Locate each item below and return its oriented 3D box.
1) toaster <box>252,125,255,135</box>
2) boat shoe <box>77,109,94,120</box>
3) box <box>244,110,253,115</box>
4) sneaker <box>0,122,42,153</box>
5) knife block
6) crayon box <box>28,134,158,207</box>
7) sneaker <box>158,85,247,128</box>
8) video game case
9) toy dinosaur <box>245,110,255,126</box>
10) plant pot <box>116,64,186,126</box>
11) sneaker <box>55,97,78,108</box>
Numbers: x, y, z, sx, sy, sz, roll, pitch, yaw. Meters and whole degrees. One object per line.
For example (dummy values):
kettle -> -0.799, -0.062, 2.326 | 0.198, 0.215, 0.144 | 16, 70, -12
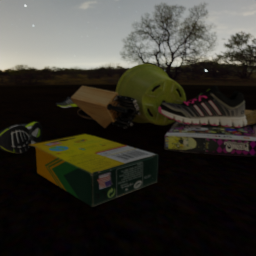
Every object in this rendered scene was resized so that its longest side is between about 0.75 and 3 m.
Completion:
toaster -> 4.773, 0.101, 9.425 | 0.725, 0.638, 1.123 | -17, 6, -42
boat shoe -> -1.100, -0.724, 13.173 | 2.889, 1.044, 1.046 | -5, 12, 31
box -> 5.427, -0.738, 14.671 | 2.318, 0.302, 2.836 | -7, 14, -31
sneaker -> -3.456, 0.310, 8.591 | 0.921, 0.841, 2.276 | -6, 3, 6
knife block -> -0.807, -0.944, 10.554 | 0.798, 2.495, 2.190 | -52, 5, -29
crayon box -> -0.876, 0.763, 6.262 | 1.702, 0.681, 2.681 | -10, 16, -41
sneaker -> 2.520, -0.796, 9.394 | 2.988, 1.307, 1.102 | 4, 11, 3
video game case -> 2.732, 0.235, 9.311 | 2.636, 0.521, 2.908 | 4, 12, 17
toy dinosaur -> 4.481, -0.418, 9.760 | 1.178, 0.678, 2.329 | -29, 12, 3
plant pot -> 1.047, -1.201, 11.398 | 2.662, 2.662, 2.448 | -3, 16, -15
sneaker -> -4.032, -1.671, 18.330 | 0.603, 0.661, 1.633 | 11, 16, 43
